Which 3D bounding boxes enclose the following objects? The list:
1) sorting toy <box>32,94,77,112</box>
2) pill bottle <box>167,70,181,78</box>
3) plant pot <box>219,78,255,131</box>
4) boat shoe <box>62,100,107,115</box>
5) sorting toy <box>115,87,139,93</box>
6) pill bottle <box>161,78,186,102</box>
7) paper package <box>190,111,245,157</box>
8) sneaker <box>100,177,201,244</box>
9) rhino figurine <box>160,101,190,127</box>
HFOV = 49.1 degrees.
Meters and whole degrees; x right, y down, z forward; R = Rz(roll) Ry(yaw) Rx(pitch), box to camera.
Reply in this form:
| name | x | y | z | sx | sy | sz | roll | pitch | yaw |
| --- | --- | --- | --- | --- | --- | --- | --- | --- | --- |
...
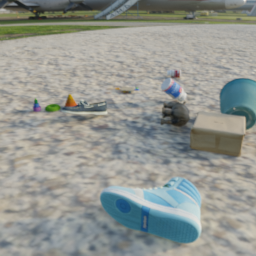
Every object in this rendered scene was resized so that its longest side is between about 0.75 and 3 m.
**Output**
| name | x | y | z | sx | sy | sz | roll | pitch | yaw |
| --- | --- | --- | --- | --- | --- | --- | --- | --- | --- |
| sorting toy | -3.415 | -1.198 | 13.090 | 2.075 | 0.715 | 0.719 | -4 | 27 | -9 |
| pill bottle | 2.901 | -3.449 | 17.783 | 0.855 | 0.483 | 0.483 | 3 | 27 | 6 |
| plant pot | 4.555 | -0.811 | 11.338 | 1.822 | 1.822 | 1.712 | 10 | 40 | 18 |
| boat shoe | -1.830 | -0.889 | 12.034 | 2.037 | 0.630 | 0.763 | -1 | 10 | -24 |
| sorting toy | -0.048 | -2.087 | 15.439 | 1.357 | 0.185 | 0.764 | 3 | 23 | 5 |
| pill bottle | 2.263 | -1.819 | 13.753 | 1.258 | 0.706 | 0.706 | 32 | 14 | -27 |
| paper package | 3.268 | 0.148 | 10.196 | 1.766 | 0.913 | 1.683 | 9 | 28 | 19 |
| sneaker | 0.649 | 1.762 | 6.997 | 2.461 | 0.979 | 1.607 | 18 | 33 | 13 |
| rhino figurine | 2.047 | -0.696 | 11.928 | 1.146 | 0.784 | 2.621 | 5 | 19 | 10 |
